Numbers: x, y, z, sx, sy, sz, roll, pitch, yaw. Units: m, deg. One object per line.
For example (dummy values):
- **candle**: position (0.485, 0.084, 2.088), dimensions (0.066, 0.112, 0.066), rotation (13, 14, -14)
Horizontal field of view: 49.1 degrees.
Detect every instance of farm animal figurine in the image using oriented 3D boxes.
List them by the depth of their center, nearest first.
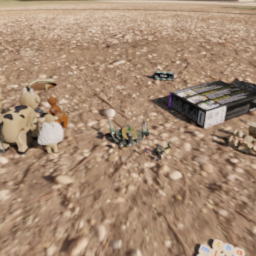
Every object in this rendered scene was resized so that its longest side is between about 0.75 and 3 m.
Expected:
- **farm animal figurine**: position (-3.511, -0.425, 8.943), dimensions (2.998, 1.563, 2.965), rotation (-3, 30, -5)

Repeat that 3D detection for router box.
- **router box**: position (3.278, -1.022, 10.836), dimensions (2.756, 0.704, 2.055), rotation (-16, 34, -25)

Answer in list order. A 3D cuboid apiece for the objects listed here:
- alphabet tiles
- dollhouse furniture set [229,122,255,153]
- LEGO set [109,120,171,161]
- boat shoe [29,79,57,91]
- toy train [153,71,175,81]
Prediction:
- **alphabet tiles**: position (1.796, 2.575, 5.247), dimensions (1.000, 0.073, 0.978), rotation (15, 34, 24)
- **dollhouse furniture set**: position (3.776, 0.418, 8.680), dimensions (0.940, 0.666, 1.023), rotation (22, 58, 34)
- **LEGO set**: position (0.259, 0.423, 8.689), dimensions (1.391, 0.607, 2.142), rotation (-24, 50, -31)
- **boat shoe**: position (-3.826, -1.928, 12.681), dimensions (1.271, 0.469, 0.470), rotation (-23, 43, -34)
- **toy train**: position (1.797, -2.604, 13.901), dimensions (1.098, 0.468, 0.626), rotation (7, 18, 16)
